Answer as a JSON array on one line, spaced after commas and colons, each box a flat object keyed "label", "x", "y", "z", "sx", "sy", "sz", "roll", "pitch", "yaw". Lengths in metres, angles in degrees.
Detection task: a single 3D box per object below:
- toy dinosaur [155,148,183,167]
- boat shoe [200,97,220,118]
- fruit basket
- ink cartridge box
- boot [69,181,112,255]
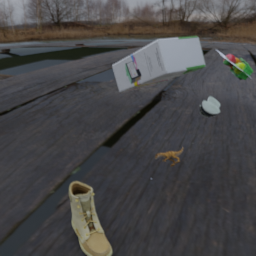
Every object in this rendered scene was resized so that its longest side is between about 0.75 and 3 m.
[{"label": "toy dinosaur", "x": 1.300, "y": 0.790, "z": 8.064, "sx": 1.041, "sy": 0.314, "sz": 0.553, "roll": -8, "pitch": 58, "yaw": -20}, {"label": "boat shoe", "x": 2.542, "y": -0.562, "z": 8.853, "sx": 0.617, "sy": 0.492, "sz": 1.631, "roll": 42, "pitch": 28, "yaw": 13}, {"label": "fruit basket", "x": 2.165, "y": -1.311, "z": 5.805, "sx": 0.758, "sy": 0.355, "sz": 0.702, "roll": 24, "pitch": 27, "yaw": -13}, {"label": "ink cartridge box", "x": 0.831, "y": -1.829, "z": 8.288, "sx": 1.618, "sy": 0.938, "sz": 2.234, "roll": -17, "pitch": 4, "yaw": -35}, {"label": "boot", "x": -0.970, "y": 2.230, "z": 6.892, "sx": 0.633, "sy": 1.352, "sz": 1.739, "roll": -13, "pitch": 27, "yaw": -27}]
